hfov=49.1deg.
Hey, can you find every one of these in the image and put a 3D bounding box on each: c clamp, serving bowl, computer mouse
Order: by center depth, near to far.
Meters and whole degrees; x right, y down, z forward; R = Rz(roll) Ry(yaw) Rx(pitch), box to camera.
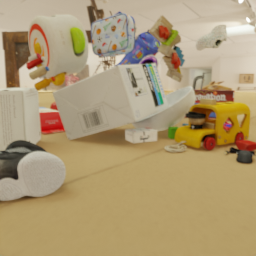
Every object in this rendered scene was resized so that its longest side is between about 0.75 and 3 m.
[{"bbox_3d":[2.739,0.624,6.948,0.722,0.237,1.029,6,11,28],"label":"computer mouse"},{"bbox_3d":[1.371,-0.524,10.201,2.532,0.833,2.532,-31,10,6],"label":"serving bowl"},{"bbox_3d":[3.604,-2.208,14.098,0.166,1.227,1.048,13,-1,-32],"label":"c clamp"}]

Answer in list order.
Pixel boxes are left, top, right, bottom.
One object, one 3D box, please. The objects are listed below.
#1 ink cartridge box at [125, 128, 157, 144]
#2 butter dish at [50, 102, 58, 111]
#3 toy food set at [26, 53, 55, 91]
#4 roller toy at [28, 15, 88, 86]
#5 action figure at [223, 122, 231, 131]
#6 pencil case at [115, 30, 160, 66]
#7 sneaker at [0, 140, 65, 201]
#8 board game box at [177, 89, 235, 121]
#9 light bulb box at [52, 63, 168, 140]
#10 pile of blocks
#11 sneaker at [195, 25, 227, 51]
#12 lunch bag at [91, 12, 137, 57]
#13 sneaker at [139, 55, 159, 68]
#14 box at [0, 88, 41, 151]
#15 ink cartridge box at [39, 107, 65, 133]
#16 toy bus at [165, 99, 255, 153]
[{"bbox_3d":[0.405,0.231,8.854,0.855,0.363,0.623,-3,10,-24],"label":"ink cartridge box"},{"bbox_3d":[-3.516,-1.136,14.856,1.360,1.008,1.364,1,10,8],"label":"butter dish"},{"bbox_3d":[-2.455,-1.720,7.974,0.593,0.629,1.318,-24,45,10],"label":"toy food set"},{"bbox_3d":[-2.505,-2.808,9.733,1.551,2.219,2.024,-19,62,-36],"label":"roller toy"},{"bbox_3d":[3.598,-0.106,10.753,0.568,0.449,1.737,-5,13,-40],"label":"action figure"},{"bbox_3d":[0.333,-3.205,13.020,1.228,1.104,2.828,32,-42,-15],"label":"pencil case"},{"bbox_3d":[-2.313,0.708,4.820,2.279,0.860,1.297,2,8,-23],"label":"sneaker"},{"bbox_3d":[3.672,-1.145,13.646,2.785,1.434,0.271,6,9,32],"label":"board game box"},{"bbox_3d":[-0.474,-0.934,9.347,2.665,1.678,2.689,-15,5,32],"label":"light bulb box"},{"bbox_3d":[1.807,-3.002,10.978,1.119,2.726,0.847,-30,29,-5],"label":"pile of blocks"},{"bbox_3d":[3.752,-3.923,12.788,0.658,0.749,1.870,-4,-11,-26],"label":"sneaker"},{"bbox_3d":[-0.545,-3.536,10.672,1.879,1.506,0.710,-1,3,32],"label":"lunch bag"},{"bbox_3d":[0.468,-2.234,11.771,0.838,2.085,0.922,41,7,-6],"label":"sneaker"},{"bbox_3d":[-3.207,-0.271,7.865,1.094,1.674,1.665,-1,10,-5],"label":"box"},{"bbox_3d":[-3.288,-0.324,10.816,2.076,0.698,1.206,12,14,41],"label":"ink cartridge box"},{"bbox_3d":[2.408,-0.185,8.342,2.474,1.355,2.622,2,10,11],"label":"toy bus"}]
